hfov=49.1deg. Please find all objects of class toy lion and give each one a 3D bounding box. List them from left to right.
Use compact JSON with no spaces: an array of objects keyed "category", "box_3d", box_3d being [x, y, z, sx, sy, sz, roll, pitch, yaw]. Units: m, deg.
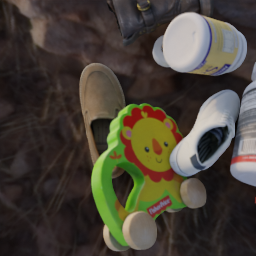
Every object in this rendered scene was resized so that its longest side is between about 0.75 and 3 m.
[{"category":"toy lion","box_3d":[0.353,0.794,6.071,2.779,0.954,2.664,-19,82,-42]}]

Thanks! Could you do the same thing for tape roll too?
[{"category":"tape roll","box_3d":[1.064,-2.036,7.406,0.806,0.282,0.806,0,80,0]}]

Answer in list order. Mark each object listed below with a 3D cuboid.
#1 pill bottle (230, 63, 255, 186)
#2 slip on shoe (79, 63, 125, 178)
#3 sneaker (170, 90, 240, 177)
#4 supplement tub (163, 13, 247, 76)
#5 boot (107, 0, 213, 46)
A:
[{"category":"pill bottle","box_3d":[3.386,-0.141,6.336,1.656,1.656,2.859,16,73,3]},{"category":"slip on shoe","box_3d":[-0.604,-0.249,6.802,1.115,0.889,2.934,-5,81,-1]},{"category":"sneaker","box_3d":[2.041,0.061,6.420,0.978,0.948,2.678,46,63,-14]},{"category":"supplement tub","box_3d":[1.824,-1.893,6.575,1.737,1.263,1.263,-3,78,-37]},{"category":"boot","box_3d":[0.660,-3.625,7.251,2.518,1.001,2.892,-13,66,6]}]
